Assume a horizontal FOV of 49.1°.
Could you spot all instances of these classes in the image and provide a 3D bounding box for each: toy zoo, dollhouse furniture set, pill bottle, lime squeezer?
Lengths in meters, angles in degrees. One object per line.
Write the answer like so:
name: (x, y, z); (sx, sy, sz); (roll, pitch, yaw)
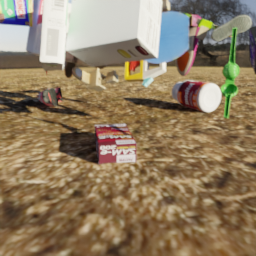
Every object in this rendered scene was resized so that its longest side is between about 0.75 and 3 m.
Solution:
toy zoo: (0.652, -2.811, 10.888); (1.709, 2.605, 0.267); (-9, -21, 33)
dollhouse furniture set: (2.716, -3.349, 9.851); (1.936, 0.747, 0.967); (14, 24, -12)
dollhouse furniture set: (-0.301, -2.821, 8.874); (2.977, 2.539, 1.453); (-12, -24, 36)
pill bottle: (3.133, -1.571, 13.336); (1.314, 1.314, 2.326); (-8, 17, -25)
lime squeezer: (2.241, -1.139, 6.262); (0.381, 2.018, 0.713); (4, -9, 36)

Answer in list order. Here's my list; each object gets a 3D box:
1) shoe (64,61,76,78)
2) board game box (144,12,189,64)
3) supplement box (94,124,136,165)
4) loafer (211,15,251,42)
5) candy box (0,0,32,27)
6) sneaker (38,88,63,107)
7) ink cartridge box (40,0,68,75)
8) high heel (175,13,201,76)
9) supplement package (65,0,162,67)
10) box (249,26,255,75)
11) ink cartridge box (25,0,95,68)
shoe: (-2.956, -3.350, 14.293); (0.568, 1.624, 0.433); (0, 31, -25)
board game box: (1.128, -2.676, 8.547); (1.481, 1.875, 0.365); (-3, -22, 20)
supplement box: (-0.403, 0.395, 7.760); (0.988, 0.553, 1.816); (-3, 17, -10)
loafer: (3.301, -3.239, 9.130); (1.412, 0.531, 0.492); (-21, 13, 0)
candy box: (-3.717, -3.831, 8.598); (1.483, 1.254, 0.571); (-4, 32, -22)
sneaker: (-4.116, -1.492, 14.250); (1.108, 0.941, 2.554); (-10, 9, 2)
ink cartridge box: (-2.052, -2.676, 7.943); (0.667, 2.143, 2.663); (4, 3, -12)
high heel: (2.558, -3.279, 11.262); (0.813, 2.413, 1.160); (18, 16, 35)
supplement package: (-0.368, -2.690, 7.375); (2.148, 1.673, 1.191); (0, -11, 29)
box: (3.467, -2.050, 7.377); (0.413, 1.047, 0.739); (-8, 50, 18)
ink cartridge box: (-2.133, -3.444, 10.336); (2.729, 1.988, 1.157); (5, 15, -34)
